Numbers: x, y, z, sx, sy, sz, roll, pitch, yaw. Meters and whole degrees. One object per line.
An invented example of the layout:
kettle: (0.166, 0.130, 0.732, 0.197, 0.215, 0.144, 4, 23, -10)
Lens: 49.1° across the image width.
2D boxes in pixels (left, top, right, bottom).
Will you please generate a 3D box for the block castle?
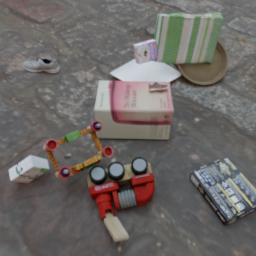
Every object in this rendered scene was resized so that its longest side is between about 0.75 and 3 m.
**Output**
block castle: (-1.505, 0.686, 8.689, 1.934, 0.907, 1.293, -24, 91, -33)

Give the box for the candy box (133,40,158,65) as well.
candy box: (0.750, -3.203, 11.813, 0.945, 0.793, 0.338, -20, 34, -16)

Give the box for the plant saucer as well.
plant saucer: (3.501, -3.205, 13.315, 2.499, 0.368, 2.499, 0, 83, -4)

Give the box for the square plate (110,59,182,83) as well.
square plate: (0.859, -2.515, 13.473, 2.501, 0.356, 2.477, -35, 57, -28)

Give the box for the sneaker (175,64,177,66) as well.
sneaker: (3.549, -4.089, 14.349, 2.800, 1.215, 1.032, -30, 54, -26)

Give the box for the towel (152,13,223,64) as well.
towel: (2.581, -3.924, 12.388, 2.982, 2.275, 0.349, -5, 39, -14)

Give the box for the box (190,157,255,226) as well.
box: (3.214, 1.988, 9.183, 1.566, 0.477, 1.943, -21, 50, -17)

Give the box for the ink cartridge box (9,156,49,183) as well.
ink cartridge box: (-3.258, 1.381, 9.204, 1.040, 0.759, 0.438, -32, 61, 18)

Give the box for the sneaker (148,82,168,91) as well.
sneaker: (1.123, -1.569, 10.405, 0.770, 0.315, 0.297, -8, 5, -9)

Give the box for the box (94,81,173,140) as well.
box: (0.211, -0.712, 10.943, 2.848, 1.552, 1.821, 1, 46, 0)

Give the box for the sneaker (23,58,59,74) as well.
sneaker: (-4.311, -3.194, 13.842, 1.791, 0.734, 0.669, 3, 47, 3)

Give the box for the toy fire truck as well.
toy fire truck: (-0.098, 2.204, 8.523, 2.039, 1.491, 2.317, -11, 64, -6)
